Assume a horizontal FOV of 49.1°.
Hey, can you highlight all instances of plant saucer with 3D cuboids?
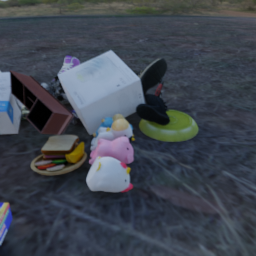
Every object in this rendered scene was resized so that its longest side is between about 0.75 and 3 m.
[{"bbox_3d":[1.321,-0.165,9.114,1.917,0.298,1.917,1,29,-1],"label":"plant saucer"}]

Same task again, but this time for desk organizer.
[{"bbox_3d":[-2.568,-0.695,7.762,2.090,0.749,0.805,40,13,22],"label":"desk organizer"}]

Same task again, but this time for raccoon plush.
[{"bbox_3d":[-2.647,-1.217,11.006,1.411,1.019,2.107,-13,-22,32],"label":"raccoon plush"}]

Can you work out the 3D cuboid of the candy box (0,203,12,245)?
[{"bbox_3d":[-2.874,1.857,5.003,1.217,0.469,1.029,0,26,-2],"label":"candy box"}]

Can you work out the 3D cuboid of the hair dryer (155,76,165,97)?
[{"bbox_3d":[1.005,-1.247,10.437,0.384,1.077,1.413,17,51,11],"label":"hair dryer"}]

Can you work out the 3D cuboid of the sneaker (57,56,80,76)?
[{"bbox_3d":[-2.860,-2.505,12.555,0.830,1.306,2.291,6,27,18],"label":"sneaker"}]

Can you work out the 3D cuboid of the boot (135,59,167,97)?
[{"bbox_3d":[0.278,-1.996,11.306,2.369,0.855,1.789,-48,38,-10],"label":"boot"}]

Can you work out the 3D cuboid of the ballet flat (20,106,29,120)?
[{"bbox_3d":[-3.255,-0.512,9.589,1.563,0.580,0.580,2,27,4],"label":"ballet flat"}]

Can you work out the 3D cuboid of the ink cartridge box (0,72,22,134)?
[{"bbox_3d":[-3.835,-0.938,8.859,0.670,1.163,2.008,-3,56,-5],"label":"ink cartridge box"}]

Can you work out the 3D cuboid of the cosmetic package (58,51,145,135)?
[{"bbox_3d":[-0.872,-1.191,9.006,2.029,1.248,2.023,-29,49,-11],"label":"cosmetic package"}]

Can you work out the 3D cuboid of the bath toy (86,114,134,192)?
[{"bbox_3d":[-0.323,0.598,6.977,1.017,1.197,2.752,29,23,-15],"label":"bath toy"}]

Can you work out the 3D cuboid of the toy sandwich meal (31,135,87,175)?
[{"bbox_3d":[-1.744,0.654,7.095,1.543,0.528,1.543,-5,19,2],"label":"toy sandwich meal"}]

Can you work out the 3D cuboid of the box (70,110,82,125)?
[{"bbox_3d":[-1.648,-0.450,9.784,1.090,0.197,0.780,-24,35,-39],"label":"box"}]

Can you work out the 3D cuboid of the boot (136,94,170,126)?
[{"bbox_3d":[0.719,-0.676,8.743,1.314,0.486,1.076,21,37,-28],"label":"boot"}]
